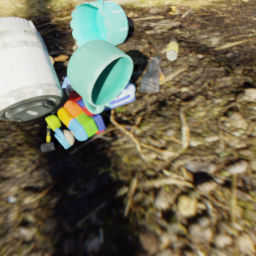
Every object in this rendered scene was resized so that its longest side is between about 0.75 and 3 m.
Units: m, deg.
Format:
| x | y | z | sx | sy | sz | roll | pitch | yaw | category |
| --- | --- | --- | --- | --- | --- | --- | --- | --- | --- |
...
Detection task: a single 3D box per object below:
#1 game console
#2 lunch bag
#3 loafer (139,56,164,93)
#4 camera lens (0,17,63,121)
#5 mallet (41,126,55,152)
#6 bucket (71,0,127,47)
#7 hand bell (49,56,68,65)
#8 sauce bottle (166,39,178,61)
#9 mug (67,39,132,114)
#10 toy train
| x | y | z | sx | sy | sz | roll | pitch | yaw | category |
| --- | --- | --- | --- | --- | --- | --- | --- | --- | --- |
| -2.729 | -1.561 | 11.900 | 1.686 | 0.345 | 2.858 | 1 | 41 | 1 | game console |
| -0.645 | -1.403 | 11.442 | 1.690 | 0.697 | 1.359 | -24 | 45 | -25 | lunch bag |
| 1.210 | -2.329 | 12.502 | 0.845 | 0.851 | 2.339 | 18 | 53 | 8 | loafer |
| -2.659 | -1.312 | 6.787 | 1.673 | 1.673 | 2.092 | -19 | 84 | -21 | camera lens |
| -2.860 | 0.357 | 9.812 | 0.444 | 0.278 | 1.350 | -16 | 38 | -12 | mallet |
| -1.464 | -5.228 | 14.484 | 2.710 | 2.710 | 1.763 | 28 | 42 | 29 | bucket |
| -3.623 | -3.354 | 13.863 | 0.831 | 0.831 | 1.597 | 28 | 35 | 28 | hand bell |
| 2.330 | -4.172 | 14.749 | 0.557 | 0.557 | 1.722 | 5 | 41 | 6 | sauce bottle |
| -0.899 | -1.360 | 7.283 | 1.144 | 1.849 | 1.520 | 40 | 11 | 20 | mug |
| -2.268 | -0.545 | 10.225 | 1.687 | 1.234 | 2.916 | -36 | 51 | -17 | toy train |
